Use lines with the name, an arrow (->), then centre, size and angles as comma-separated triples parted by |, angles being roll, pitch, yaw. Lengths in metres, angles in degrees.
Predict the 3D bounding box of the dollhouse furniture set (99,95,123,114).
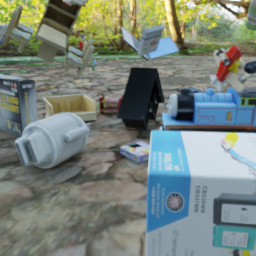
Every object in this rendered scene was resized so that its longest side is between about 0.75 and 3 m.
dollhouse furniture set -> -0.583, -1.064, 11.527 | 0.873, 0.660, 1.622 | 3, 18, 9

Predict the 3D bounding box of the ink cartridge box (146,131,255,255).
ink cartridge box -> 1.301, 0.984, 3.755 | 2.067, 1.517, 1.510 | 1, 17, 6

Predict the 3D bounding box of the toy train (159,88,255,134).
toy train -> 2.247, -0.172, 7.085 | 2.937, 1.678, 1.273 | 1, 18, 4

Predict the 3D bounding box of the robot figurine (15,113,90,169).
robot figurine -> -1.716, 0.264, 6.695 | 1.632, 1.087, 1.925 | -9, 12, 31

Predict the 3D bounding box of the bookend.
bookend -> 0.515, -0.667, 9.502 | 0.906, 1.954, 1.966 | 6, 63, 19

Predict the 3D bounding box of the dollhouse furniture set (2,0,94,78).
dollhouse furniture set -> -2.026, -2.908, 7.968 | 2.131, 1.615, 2.432 | 21, 25, -22

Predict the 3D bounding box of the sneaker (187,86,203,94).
sneaker -> 3.381, -1.926, 14.696 | 0.463, 0.394, 1.058 | -21, 27, -37

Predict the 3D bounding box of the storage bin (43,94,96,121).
storage bin -> -2.143, -0.696, 10.251 | 1.600, 0.750, 1.589 | -8, 19, -24

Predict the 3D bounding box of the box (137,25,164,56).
box -> 0.722, -2.857, 9.208 | 0.729, 0.935, 0.193 | -23, 63, -26

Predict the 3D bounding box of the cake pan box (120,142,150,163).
cake pan box -> 0.291, 0.601, 7.125 | 0.725, 0.206, 0.788 | -10, 21, -36

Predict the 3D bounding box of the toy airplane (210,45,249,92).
toy airplane -> 2.321, -1.337, 6.433 | 0.720, 1.020, 1.016 | -14, 10, -10

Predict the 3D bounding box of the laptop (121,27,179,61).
laptop -> 0.810, -3.568, 11.223 | 1.917, 1.111, 1.795 | 34, 25, -25

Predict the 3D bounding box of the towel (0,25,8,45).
towel -> -3.922, -2.609, 8.160 | 0.159, 0.978, 1.332 | 36, 18, -14

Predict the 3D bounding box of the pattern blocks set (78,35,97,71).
pattern blocks set -> -1.823, -3.400, 12.672 | 0.134, 1.648, 1.449 | -21, -1, -19

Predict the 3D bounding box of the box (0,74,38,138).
box -> -3.645, -0.717, 8.721 | 2.184, 1.729, 0.528 | 16, 22, 39

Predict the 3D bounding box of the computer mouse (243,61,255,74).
computer mouse -> 3.610, -1.520, 7.451 | 0.457, 0.265, 1.559 | -24, 23, -1

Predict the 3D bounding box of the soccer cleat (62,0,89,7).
soccer cleat -> -1.510, -3.575, 7.654 | 1.021, 0.350, 0.435 | 29, -5, 36

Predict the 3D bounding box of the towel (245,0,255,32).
towel -> 4.268, -3.313, 8.428 | 1.333, 0.274, 1.786 | 36, 1, 18
